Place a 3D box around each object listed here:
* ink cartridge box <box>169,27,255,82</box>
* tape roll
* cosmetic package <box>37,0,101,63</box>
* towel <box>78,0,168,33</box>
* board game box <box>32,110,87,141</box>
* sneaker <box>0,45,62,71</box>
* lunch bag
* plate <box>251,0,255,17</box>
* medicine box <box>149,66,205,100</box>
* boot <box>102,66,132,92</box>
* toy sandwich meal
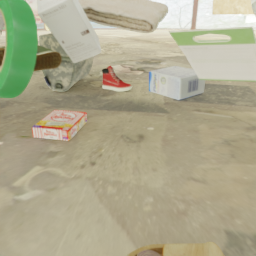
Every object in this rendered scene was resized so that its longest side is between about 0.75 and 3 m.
[{"bbox_3d":[2.635,-2.173,7.798,2.100,0.692,2.886,9,-14,33],"label":"ink cartridge box"},{"bbox_3d":[-3.162,-2.012,6.982,2.513,2.513,0.604,22,16,40],"label":"tape roll"},{"bbox_3d":[-1.477,-2.619,7.292,0.920,1.810,0.670,-20,58,11],"label":"cosmetic package"},{"bbox_3d":[-0.352,-3.692,8.648,2.986,0.515,1.979,16,42,12],"label":"towel"},{"bbox_3d":[-2.054,-0.111,8.619,1.134,0.347,1.497,5,24,11],"label":"board game box"},{"bbox_3d":[-2.880,-1.907,7.576,1.968,0.660,0.884,-12,33,-40],"label":"sneaker"},{"bbox_3d":[-2.759,-3.121,12.973,1.974,2.377,2.834,6,23,9],"label":"lunch bag"},{"bbox_3d":[3.608,-2.554,6.952,0.327,2.025,2.021,-27,8,21],"label":"plate"},{"bbox_3d":[2.103,-2.006,12.173,1.662,0.939,1.825,-19,29,-36],"label":"medicine box"},{"bbox_3d":[-0.525,-2.233,12.559,1.465,1.057,0.531,12,27,24],"label":"boot"},{"bbox_3d":[0.558,1.979,3.643,1.593,0.546,1.593,0,24,0],"label":"toy sandwich meal"}]
